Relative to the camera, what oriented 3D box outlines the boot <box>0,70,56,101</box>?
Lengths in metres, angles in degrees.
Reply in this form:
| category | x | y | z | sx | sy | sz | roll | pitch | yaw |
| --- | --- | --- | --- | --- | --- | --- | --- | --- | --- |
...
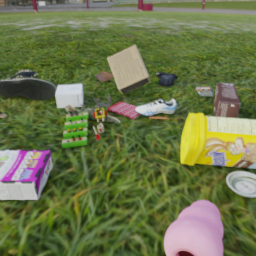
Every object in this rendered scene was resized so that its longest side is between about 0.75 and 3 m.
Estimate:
| category | x | y | z | sx | sy | sz | roll | pitch | yaw |
| --- | --- | --- | --- | --- | --- | --- | --- | --- | --- |
| boot | -4.946 | -2.354 | 14.568 | 3.049 | 1.100 | 2.303 | 3 | 27 | 5 |

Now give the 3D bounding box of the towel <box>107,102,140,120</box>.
| category | x | y | z | sx | sy | sz | roll | pitch | yaw |
| --- | --- | --- | --- | --- | --- | --- | --- | --- | --- |
| towel | -0.065 | -0.799 | 12.694 | 1.512 | 0.170 | 1.093 | 20 | 33 | 29 |

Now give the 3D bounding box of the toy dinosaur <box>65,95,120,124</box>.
| category | x | y | z | sx | sy | sz | roll | pitch | yaw |
| --- | --- | --- | --- | --- | --- | --- | --- | --- | --- |
| toy dinosaur | -1.312 | -0.772 | 11.954 | 2.794 | 0.663 | 1.231 | 10 | 56 | 27 |

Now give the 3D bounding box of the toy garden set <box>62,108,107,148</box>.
| category | x | y | z | sx | sy | sz | roll | pitch | yaw |
| --- | --- | --- | --- | --- | --- | --- | --- | --- | --- |
| toy garden set | -1.640 | -0.130 | 10.774 | 1.684 | 0.403 | 2.020 | -8 | 36 | -1 |

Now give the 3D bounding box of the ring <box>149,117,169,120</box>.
| category | x | y | z | sx | sy | sz | roll | pitch | yaw |
| --- | --- | --- | --- | --- | --- | --- | --- | --- | --- |
| ring | 1.273 | -0.390 | 11.628 | 0.835 | 0.080 | 0.835 | 2 | 5 | 0 |

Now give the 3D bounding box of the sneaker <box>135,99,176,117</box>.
| category | x | y | z | sx | sy | sz | roll | pitch | yaw |
| --- | --- | --- | --- | --- | --- | --- | --- | --- | --- |
| sneaker | 1.211 | -0.924 | 12.256 | 1.917 | 0.695 | 0.689 | -7 | 31 | -20 |

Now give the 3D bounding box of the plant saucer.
| category | x | y | z | sx | sy | sz | roll | pitch | yaw |
| --- | --- | --- | --- | --- | --- | --- | --- | --- | --- |
| plant saucer | 3.380 | 1.685 | 8.067 | 1.096 | 0.275 | 1.096 | 0 | 28 | 0 |

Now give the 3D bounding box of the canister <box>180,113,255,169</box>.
| category | x | y | z | sx | sy | sz | roll | pitch | yaw |
| --- | --- | --- | --- | --- | --- | --- | --- | --- | --- |
| canister | 3.136 | 0.479 | 8.499 | 2.796 | 2.077 | 1.210 | 5 | 66 | 5 |

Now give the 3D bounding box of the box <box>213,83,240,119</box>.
| category | x | y | z | sx | sy | sz | roll | pitch | yaw |
| --- | --- | --- | --- | --- | --- | --- | --- | --- | --- |
| box | 4.199 | -1.021 | 12.087 | 0.850 | 1.136 | 2.269 | 7 | 29 | 9 |

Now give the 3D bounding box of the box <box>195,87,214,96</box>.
| category | x | y | z | sx | sy | sz | roll | pitch | yaw |
| --- | --- | --- | --- | --- | --- | --- | --- | --- | --- |
| box | 3.649 | -1.725 | 13.314 | 0.752 | 0.515 | 0.150 | 6 | 57 | 45 |

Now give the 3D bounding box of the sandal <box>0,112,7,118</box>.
| category | x | y | z | sx | sy | sz | roll | pitch | yaw |
| --- | --- | --- | --- | --- | --- | --- | --- | --- | --- |
| sandal | -5.684 | -0.614 | 12.283 | 0.863 | 0.233 | 0.347 | 10 | 30 | 17 |

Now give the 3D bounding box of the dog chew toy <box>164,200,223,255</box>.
| category | x | y | z | sx | sy | sz | roll | pitch | yaw |
| --- | --- | --- | --- | --- | --- | --- | --- | --- | --- |
| dog chew toy | 1.543 | 2.285 | 6.188 | 1.187 | 1.187 | 1.906 | 13 | 24 | 22 |

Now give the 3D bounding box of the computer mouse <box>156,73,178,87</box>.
| category | x | y | z | sx | sy | sz | roll | pitch | yaw |
| --- | --- | --- | --- | --- | --- | --- | --- | --- | --- |
| computer mouse | 2.208 | -2.892 | 16.150 | 1.290 | 0.491 | 1.862 | 6 | 29 | 9 |

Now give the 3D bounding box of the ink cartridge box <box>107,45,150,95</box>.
| category | x | y | z | sx | sy | sz | roll | pitch | yaw |
| --- | --- | --- | --- | --- | --- | --- | --- | --- | --- |
| ink cartridge box | 0.025 | -2.938 | 14.228 | 1.641 | 0.748 | 1.992 | -22 | 69 | 8 |

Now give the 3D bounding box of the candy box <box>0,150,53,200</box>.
| category | x | y | z | sx | sy | sz | roll | pitch | yaw |
| --- | --- | --- | --- | --- | --- | --- | --- | --- | --- |
| candy box | -3.580 | 1.346 | 8.228 | 2.299 | 0.701 | 1.568 | 1 | 29 | 2 |

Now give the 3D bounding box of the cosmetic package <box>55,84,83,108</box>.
| category | x | y | z | sx | sy | sz | roll | pitch | yaw |
| --- | --- | --- | --- | --- | --- | --- | --- | --- | --- |
| cosmetic package | -2.781 | -1.525 | 13.398 | 1.192 | 0.732 | 1.188 | -3 | 30 | -5 |
